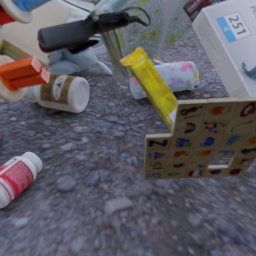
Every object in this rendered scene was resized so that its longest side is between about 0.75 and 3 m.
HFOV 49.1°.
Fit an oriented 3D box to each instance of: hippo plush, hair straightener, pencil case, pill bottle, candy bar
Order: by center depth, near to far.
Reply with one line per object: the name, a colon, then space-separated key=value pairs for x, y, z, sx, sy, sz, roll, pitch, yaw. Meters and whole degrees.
hair straightener: x=-0.434 y=-1.418 z=4.002 sx=1.710 sy=0.350 sz=0.658 roll=-14 pitch=9 yaw=-14
candy bar: x=0.652 y=-0.486 z=5.215 sx=0.545 sy=2.185 sz=0.242 roll=-37 pitch=6 yaw=-24
pill bottle: x=-2.477 y=1.073 z=6.066 sx=0.692 sy=0.692 sz=1.233 roll=16 pitch=37 yaw=23
pill bottle: x=-2.353 y=-1.180 z=9.028 sx=1.956 sy=1.118 sz=1.118 roll=11 pitch=35 yaw=16
pencil case: x=1.268 y=-1.664 z=9.874 sx=2.433 sy=1.011 sz=1.104 roll=-10 pitch=68 yaw=-15
hippo plush: x=-2.321 y=-3.400 z=11.339 sx=2.819 sy=2.245 sz=2.266 roll=-11 pitch=36 yaw=-15

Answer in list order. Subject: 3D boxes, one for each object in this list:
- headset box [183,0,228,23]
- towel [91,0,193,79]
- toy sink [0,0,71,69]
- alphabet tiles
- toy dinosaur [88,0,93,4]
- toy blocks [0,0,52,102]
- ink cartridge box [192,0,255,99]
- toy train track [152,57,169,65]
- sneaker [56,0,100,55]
headset box: x=2.153 y=-2.626 z=6.788 sx=1.236 sy=0.624 sz=1.663 roll=-31 pitch=87 yaw=-45
towel: x=0.530 y=-2.951 z=7.309 sx=2.977 sy=2.548 sz=0.717 roll=-42 pitch=60 yaw=-9
toy sink: x=-2.409 y=-2.026 z=6.806 sx=1.175 sy=1.367 sz=2.097 roll=29 pitch=72 yaw=-21
alphabet tiles: x=1.131 y=0.270 z=4.125 sx=1.769 sy=2.116 sz=0.080 roll=-2 pitch=55 yaw=0
toy dinosaur: x=-1.009 y=-4.068 z=8.733 sx=0.329 sy=1.090 sz=0.579 roll=34 pitch=25 yaw=-6
toy blocks: x=-2.325 y=-1.684 z=5.462 sx=2.769 sy=2.308 sz=1.005 roll=-11 pitch=19 yaw=20
ink cartridge box: x=2.745 y=-1.331 z=5.264 sx=2.229 sy=0.566 sz=2.530 roll=-23 pitch=82 yaw=-16
toy train track: x=1.313 y=-3.079 z=12.646 sx=0.897 sy=0.254 sz=1.564 roll=-24 pitch=41 yaw=-31
sneaker: x=-1.931 y=-2.956 z=7.882 sx=2.537 sy=0.957 sz=1.460 roll=7 pitch=71 yaw=-20
